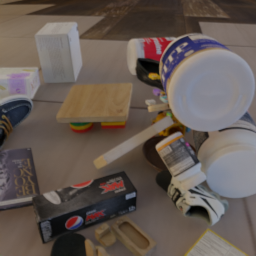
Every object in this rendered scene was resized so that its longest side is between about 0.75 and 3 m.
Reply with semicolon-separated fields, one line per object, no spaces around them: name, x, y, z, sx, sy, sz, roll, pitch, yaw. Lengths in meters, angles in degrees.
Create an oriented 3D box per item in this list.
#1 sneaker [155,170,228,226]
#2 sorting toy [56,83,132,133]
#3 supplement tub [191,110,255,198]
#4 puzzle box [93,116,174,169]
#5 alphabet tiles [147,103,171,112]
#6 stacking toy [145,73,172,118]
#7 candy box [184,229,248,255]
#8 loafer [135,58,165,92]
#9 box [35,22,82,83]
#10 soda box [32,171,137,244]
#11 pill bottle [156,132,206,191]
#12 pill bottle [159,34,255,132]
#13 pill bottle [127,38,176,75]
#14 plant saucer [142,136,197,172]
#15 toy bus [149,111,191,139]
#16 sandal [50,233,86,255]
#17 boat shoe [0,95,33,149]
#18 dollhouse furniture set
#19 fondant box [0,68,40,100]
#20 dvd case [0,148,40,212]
sneaker;1.240;1.509;6.144;1.721;0.638;0.762;23;37;31
sorting toy;-0.979;-0.641;9.233;2.132;0.746;2.145;-1;35;7
supplement tub;2.466;0.416;6.940;1.589;1.589;2.265;3;34;4
puzzle box;0.096;0.388;7.062;1.974;1.313;0.251;-30;87;-21
alphabet tiles;1.961;-0.771;8.530;2.707;0.198;2.648;-9;2;1
stacking toy;0.896;-0.888;7.689;0.279;0.894;1.186;-11;34;-27
candy box;1.904;2.581;4.871;1.749;0.231;0.894;29;40;36
loafer;1.460;-1.819;10.114;2.844;0.998;0.966;25;68;27
box;-2.928;-3.312;12.209;1.371;2.097;2.086;-2;33;2
soda box;-0.884;1.616;5.933;2.080;0.659;0.736;-13;35;-22
pill bottle;1.118;0.704;5.893;0.647;0.647;1.112;-24;77;-32
pill bottle;1.506;-1.190;6.171;1.576;1.576;2.634;0;27;0
pill bottle;1.420;-3.194;12.415;2.730;1.532;1.532;-7;34;-15
plant saucer;1.125;0.776;7.480;1.571;0.287;1.571;6;33;-4
toy bus;1.195;-0.165;8.645;1.387;0.717;1.309;14;35;19
sandal;-1.067;2.639;4.485;0.869;0.553;2.311;-4;33;-6
boat shoe;-3.775;0.049;8.166;1.283;1.000;2.826;26;48;33
dollhouse furniture set;-0.120;2.030;5.025;1.209;0.985;1.150;-27;42;-35
fondant box;-4.410;-1.694;10.398;1.892;0.764;2.623;-3;22;-10
dvd case;-2.731;1.120;6.364;1.234;0.133;1.660;-4;44;-26
